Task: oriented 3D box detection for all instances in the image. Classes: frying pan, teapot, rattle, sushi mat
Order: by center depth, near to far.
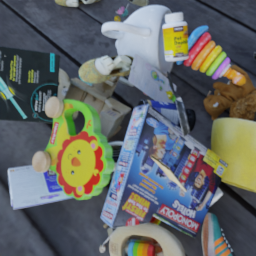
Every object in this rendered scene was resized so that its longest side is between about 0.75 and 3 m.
[{"bbox_3d":[0.788,0.884,5.326,0.063,1.047,0.501,-48,47,-8],"label":"sushi mat"},{"bbox_3d":[1.031,-0.447,5.613,0.209,0.776,1.283,-12,83,12],"label":"frying pan"},{"bbox_3d":[-2.377,-1.548,9.076,2.694,1.925,1.754,13,53,11],"label":"rattle"},{"bbox_3d":[0.416,-2.737,9.125,1.824,2.498,2.465,8,47,22],"label":"teapot"}]

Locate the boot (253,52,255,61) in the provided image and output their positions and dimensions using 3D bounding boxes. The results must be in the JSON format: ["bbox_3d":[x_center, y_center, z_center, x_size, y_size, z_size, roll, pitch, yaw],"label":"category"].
[{"bbox_3d":[5.600,-3.078,10.704,1.979,0.787,2.273,-23,62,-15],"label":"boot"}]

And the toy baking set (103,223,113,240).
[{"bbox_3d":[-0.078,2.678,7.337,1.435,0.167,1.102,-36,64,-21],"label":"toy baking set"}]

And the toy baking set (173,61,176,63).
[{"bbox_3d":[1.535,-2.929,10.637,1.427,0.166,1.095,-1,82,11],"label":"toy baking set"}]

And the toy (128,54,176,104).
[{"bbox_3d":[0.650,-1.192,7.943,1.712,0.404,0.986,29,57,-27],"label":"toy"}]

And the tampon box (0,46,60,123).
[{"bbox_3d":[-3.173,-1.139,7.513,2.448,1.545,1.834,4,94,-19],"label":"tampon box"}]

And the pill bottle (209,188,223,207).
[{"bbox_3d":[1.353,1.155,7.635,1.332,1.332,2.399,-31,63,-19],"label":"pill bottle"}]

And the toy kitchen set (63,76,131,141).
[{"bbox_3d":[-0.946,-0.930,8.052,2.019,1.648,1.822,29,18,5],"label":"toy kitchen set"}]

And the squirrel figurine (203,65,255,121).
[{"bbox_3d":[3.369,-0.847,9.060,1.593,1.208,1.707,-36,62,-15],"label":"squirrel figurine"}]

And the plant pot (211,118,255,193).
[{"bbox_3d":[3.165,0.837,7.608,2.164,2.164,1.536,19,82,12],"label":"plant pot"}]

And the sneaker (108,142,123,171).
[{"bbox_3d":[0.153,0.712,6.976,2.292,0.812,0.837,-11,70,10],"label":"sneaker"}]

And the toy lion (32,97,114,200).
[{"bbox_3d":[-1.204,0.477,6.620,2.115,0.758,2.207,11,88,34],"label":"toy lion"}]

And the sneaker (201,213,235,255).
[{"bbox_3d":[2.254,3.015,6.898,0.699,0.625,1.750,4,62,-2],"label":"sneaker"}]

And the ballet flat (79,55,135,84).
[{"bbox_3d":[-0.473,-1.638,7.427,0.682,0.682,1.929,40,36,23],"label":"ballet flat"}]

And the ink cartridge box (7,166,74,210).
[{"bbox_3d":[-2.143,1.507,7.229,1.701,0.373,1.717,-5,26,-24],"label":"ink cartridge box"}]

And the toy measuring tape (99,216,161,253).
[{"bbox_3d":[0.233,2.512,7.172,0.788,0.788,2.141,39,79,22],"label":"toy measuring tape"}]

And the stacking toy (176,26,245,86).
[{"bbox_3d":[2.684,-1.989,8.626,2.150,1.180,1.248,38,49,7],"label":"stacking toy"}]

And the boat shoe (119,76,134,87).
[{"bbox_3d":[-0.325,-1.858,9.496,1.381,0.488,0.440,27,91,-24],"label":"boat shoe"}]

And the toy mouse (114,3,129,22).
[{"bbox_3d":[-0.198,-4.314,10.536,0.176,0.908,0.807,45,97,8],"label":"toy mouse"}]

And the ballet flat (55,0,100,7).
[{"bbox_3d":[-2.174,-5.803,12.564,2.127,0.752,0.752,-20,59,-12],"label":"ballet flat"}]

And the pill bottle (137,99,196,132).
[{"bbox_3d":[0.966,-0.259,7.216,1.429,0.799,0.799,6,56,-16],"label":"pill bottle"}]

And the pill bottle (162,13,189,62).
[{"bbox_3d":[1.190,-2.266,7.033,0.608,1.113,0.608,-7,17,2],"label":"pill bottle"}]

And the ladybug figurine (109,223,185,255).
[{"bbox_3d":[0.419,2.734,6.230,1.917,0.690,1.301,-2,82,35],"label":"ladybug figurine"}]

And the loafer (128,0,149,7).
[{"bbox_3d":[0.242,-4.756,10.319,1.100,0.416,0.376,18,51,-17],"label":"loafer"}]

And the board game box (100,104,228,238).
[{"bbox_3d":[0.649,1.229,6.178,2.511,0.775,2.510,35,76,-18],"label":"board game box"}]
